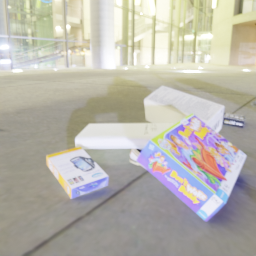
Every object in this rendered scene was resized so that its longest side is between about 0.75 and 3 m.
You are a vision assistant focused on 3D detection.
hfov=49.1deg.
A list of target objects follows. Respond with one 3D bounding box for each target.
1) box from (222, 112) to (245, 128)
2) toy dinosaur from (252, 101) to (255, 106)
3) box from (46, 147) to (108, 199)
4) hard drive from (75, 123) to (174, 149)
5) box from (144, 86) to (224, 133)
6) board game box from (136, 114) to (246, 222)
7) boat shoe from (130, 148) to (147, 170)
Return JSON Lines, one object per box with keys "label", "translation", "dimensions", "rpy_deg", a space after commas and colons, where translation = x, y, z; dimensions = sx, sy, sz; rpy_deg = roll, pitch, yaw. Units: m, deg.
{"label": "box", "translation": [4.197, -0.384, 11.862], "dimensions": [1.404, 0.345, 1.132], "rpy_deg": [12, 20, 21]}
{"label": "toy dinosaur", "translation": [5.845, -1.321, 11.454], "dimensions": [1.568, 1.423, 0.823], "rpy_deg": [-10, -19, 22]}
{"label": "box", "translation": [-1.166, 1.033, 6.502], "dimensions": [0.928, 0.323, 1.559], "rpy_deg": [-14, 36, -33]}
{"label": "hard drive", "translation": [0.015, 0.208, 8.279], "dimensions": [2.736, 0.365, 1.804], "rpy_deg": [0, 14, 5]}
{"label": "box", "translation": [1.889, -0.501, 9.789], "dimensions": [2.516, 0.978, 1.195], "rpy_deg": [26, 50, 35]}
{"label": "board game box", "translation": [1.552, 0.666, 6.263], "dimensions": [1.751, 0.583, 2.604], "rpy_deg": [40, 30, 15]}
{"label": "boat shoe", "translation": [0.580, 0.820, 7.488], "dimensions": [1.344, 0.460, 0.502], "rpy_deg": [12, 19, 36]}
